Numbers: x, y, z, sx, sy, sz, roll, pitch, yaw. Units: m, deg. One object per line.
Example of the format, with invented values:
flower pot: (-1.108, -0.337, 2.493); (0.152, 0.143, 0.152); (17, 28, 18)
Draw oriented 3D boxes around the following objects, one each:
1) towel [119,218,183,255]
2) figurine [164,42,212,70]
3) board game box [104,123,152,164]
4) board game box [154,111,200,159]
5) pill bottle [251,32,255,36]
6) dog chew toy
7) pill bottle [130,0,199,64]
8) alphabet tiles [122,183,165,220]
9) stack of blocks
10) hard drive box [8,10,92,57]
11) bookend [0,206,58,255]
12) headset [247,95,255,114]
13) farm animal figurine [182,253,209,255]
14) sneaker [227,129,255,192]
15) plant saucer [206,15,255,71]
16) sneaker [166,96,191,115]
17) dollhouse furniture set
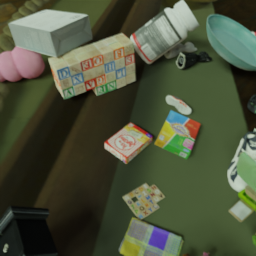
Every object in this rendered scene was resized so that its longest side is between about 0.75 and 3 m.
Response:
towel: (0.508, 2.623, 6.288); (1.283, 0.146, 0.921); (18, 47, 18)
figurine: (2.515, -3.154, 11.879); (1.545, 0.682, 1.583); (-15, 46, -26)
board game box: (0.015, 0.436, 8.413); (0.896, 0.274, 1.183); (32, 53, 28)
board game box: (1.521, 0.179, 8.512); (1.042, 0.275, 1.362); (25, 50, 6)
pill bottle: (5.865, -3.278, 11.550); (1.945, 1.077, 1.077); (11, 46, 8)
dog chew toy: (-4.296, -2.354, 10.600); (2.102, 1.309, 1.309); (-21, 48, -10)
pill bottle: (1.413, -3.734, 10.964); (2.414, 1.375, 1.375); (-33, 41, 20)
alphabet tiles: (0.445, 1.833, 7.172); (0.922, 0.035, 0.770); (-26, 51, -23)
stack of blocks: (-1.173, -2.033, 9.931); (2.840, 1.635, 0.832); (-24, 50, -19)
hard drive box: (-2.700, -3.381, 9.809); (2.265, 0.870, 1.766); (22, 46, 32)
bookend: (-1.989, 2.739, 4.956); (1.844, 0.855, 1.856); (-49, 50, 15)
headset: (4.583, -0.888, 9.410); (0.994, 0.756, 1.609); (17, 30, 16)
farm animal figurine: (1.438, 2.988, 5.759); (0.838, 0.437, 0.829); (10, 59, 10)
sneaker: (3.221, 0.753, 7.450); (0.725, 1.183, 1.817); (23, 49, 23)
plant saucer: (3.924, -2.994, 10.166); (2.879, 0.518, 2.879); (16, 48, -19)
sneaker: (1.810, -0.856, 9.662); (0.426, 0.401, 1.041); (-26, 54, -39)
dollhouse furniture set: (2.655, 1.600, 5.970); (0.964, 1.920, 1.258); (-40, 48, -7)
